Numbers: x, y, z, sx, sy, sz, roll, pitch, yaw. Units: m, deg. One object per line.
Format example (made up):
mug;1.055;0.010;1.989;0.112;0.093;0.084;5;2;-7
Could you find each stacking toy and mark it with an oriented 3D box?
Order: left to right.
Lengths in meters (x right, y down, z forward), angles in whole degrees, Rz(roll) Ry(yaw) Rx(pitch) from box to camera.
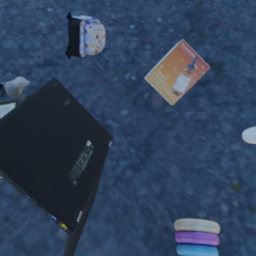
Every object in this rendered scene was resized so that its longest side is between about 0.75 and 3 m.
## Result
stacking toy;1.642;3.659;6.748;1.151;1.151;2.697;5;66;3

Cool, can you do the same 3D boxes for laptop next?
laptop;-1.443;1.022;5.518;2.980;1.727;2.790;48;26;-15

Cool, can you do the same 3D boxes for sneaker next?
sneaker;3.665;0.376;6.969;1.629;0.721;0.613;-1;33;5

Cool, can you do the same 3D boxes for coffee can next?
coffee can;-3.156;0.320;6.123;2.329;1.704;1.704;-11;61;-5

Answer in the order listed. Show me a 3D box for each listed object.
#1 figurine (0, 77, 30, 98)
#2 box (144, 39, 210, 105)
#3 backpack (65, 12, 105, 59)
figurine;-2.688;-0.884;6.124;0.923;0.900;0.397;-16;94;-36
box;1.334;-1.538;7.861;1.094;0.764;1.437;43;99;-5
backpack;-1.028;-2.323;7.054;0.843;1.095;1.043;18;33;11
